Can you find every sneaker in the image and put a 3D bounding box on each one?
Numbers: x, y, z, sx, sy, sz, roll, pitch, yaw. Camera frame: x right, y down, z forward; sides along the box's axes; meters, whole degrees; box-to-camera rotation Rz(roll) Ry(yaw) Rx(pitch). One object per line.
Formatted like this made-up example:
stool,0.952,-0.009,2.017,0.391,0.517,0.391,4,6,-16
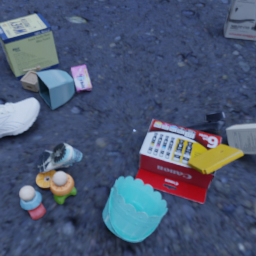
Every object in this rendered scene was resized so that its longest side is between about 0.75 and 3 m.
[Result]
sneaker,-1.954,0.953,7.874,1.672,0.722,0.649,-20,59,41
sneaker,-4.002,-0.251,8.718,2.578,1.123,0.960,-32,50,-15

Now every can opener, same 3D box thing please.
can opener,2.350,-0.065,9.120,1.641,0.520,0.645,-14,81,14

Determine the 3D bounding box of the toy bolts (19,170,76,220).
toy bolts,-2.292,1.550,7.470,1.407,0.976,1.344,-36,55,-28

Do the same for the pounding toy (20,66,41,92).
pounding toy,-3.685,-1.956,10.928,0.900,0.469,1.025,17,53,14

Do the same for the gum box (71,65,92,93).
gum box,-1.778,-1.830,10.661,0.559,0.326,0.985,-15,81,-13

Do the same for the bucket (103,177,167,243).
bucket,0.119,1.922,6.611,1.399,0.910,1.399,25,18,-9

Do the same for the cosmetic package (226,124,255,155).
cosmetic package,3.729,0.318,8.125,0.566,0.837,1.591,-17,9,-33

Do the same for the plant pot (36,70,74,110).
plant pot,-2.536,-1.475,10.086,1.055,1.036,1.033,-26,54,-27

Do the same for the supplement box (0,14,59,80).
supplement box,-3.965,-3.222,11.145,1.837,1.835,1.233,-25,53,-21

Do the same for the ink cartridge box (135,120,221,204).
ink cartridge box,1.442,0.921,8.129,2.112,0.886,1.854,15,51,12

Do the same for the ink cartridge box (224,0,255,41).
ink cartridge box,5.384,-5.153,12.646,1.571,2.178,0.912,9,53,8

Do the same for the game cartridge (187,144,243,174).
game cartridge,2.171,0.788,7.087,1.091,0.177,0.962,-27,11,-8
